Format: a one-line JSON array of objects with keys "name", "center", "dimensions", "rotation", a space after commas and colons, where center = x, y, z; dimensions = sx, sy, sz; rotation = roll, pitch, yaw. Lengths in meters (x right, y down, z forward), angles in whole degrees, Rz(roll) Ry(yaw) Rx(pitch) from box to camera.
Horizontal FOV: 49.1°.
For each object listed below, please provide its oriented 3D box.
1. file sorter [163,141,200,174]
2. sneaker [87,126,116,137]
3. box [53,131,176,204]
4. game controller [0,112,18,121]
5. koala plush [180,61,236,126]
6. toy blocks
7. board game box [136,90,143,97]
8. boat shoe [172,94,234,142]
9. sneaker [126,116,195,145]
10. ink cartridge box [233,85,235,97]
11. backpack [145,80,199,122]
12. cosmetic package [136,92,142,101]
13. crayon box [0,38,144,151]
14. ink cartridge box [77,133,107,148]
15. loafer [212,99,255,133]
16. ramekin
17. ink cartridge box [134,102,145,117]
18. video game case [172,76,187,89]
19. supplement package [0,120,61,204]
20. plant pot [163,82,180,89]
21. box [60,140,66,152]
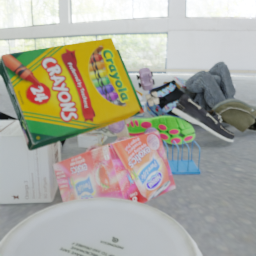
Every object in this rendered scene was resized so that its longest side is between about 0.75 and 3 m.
[{"name": "file sorter", "center": [1.307, 0.786, 7.784], "dimensions": [1.223, 0.750, 0.849], "rotation": [-1, 14, -1]}, {"name": "sneaker", "center": [-0.805, -0.114, 9.480], "dimensions": [1.501, 0.658, 0.568], "rotation": [1, 47, 0]}, {"name": "box", "center": [-0.381, 0.883, 5.228], "dimensions": [1.142, 1.054, 2.226], "rotation": [-13, -6, -39]}, {"name": "game controller", "center": [-4.172, 0.019, 8.399], "dimensions": [2.267, 1.183, 0.477], "rotation": [22, -5, 4]}, {"name": "koala plush", "center": [3.242, -1.198, 13.203], "dimensions": [2.646, 2.742, 2.984], "rotation": [-29, 9, -42]}, {"name": "toy blocks", "center": [-0.221, -0.332, 7.825], "dimensions": [2.516, 2.351, 2.118], "rotation": [-14, 6, 1]}, {"name": "board game box", "center": [-0.254, -1.068, 12.336], "dimensions": [1.204, 0.378, 2.521], "rotation": [31, -26, 1]}, {"name": "boat shoe", "center": [2.746, -0.311, 9.708], "dimensions": [2.560, 0.772, 0.946], "rotation": [27, 8, -12]}, {"name": "sneaker", "center": [1.169, -0.012, 10.212], "dimensions": [2.650, 1.017, 1.110], "rotation": [7, 13, 29]}, {"name": "ink cartridge box", "center": [4.500, -1.646, 15.438], "dimensions": [1.551, 1.544, 2.114], "rotation": [-11, 17, -40]}, {"name": "backpack", "center": [1.640, -0.851, 11.728], "dimensions": [1.930, 1.423, 2.115], "rotation": [47, 41, 18]}, {"name": "cosmetic package", "center": [-0.569, -0.853, 10.991], "dimensions": [1.314, 1.315, 1.594], "rotation": [-49, 2, -42]}, {"name": "crayon box", "center": [-0.917, -0.795, 5.617], "dimensions": [2.676, 1.699, 0.680], "rotation": [-20, -6, -29]}, {"name": "ink cartridge box", "center": [-1.265, 0.331, 9.999], "dimensions": [0.779, 0.448, 1.074], "rotation": [2, 18, 12]}, {"name": "loafer", "center": [4.405, -0.395, 10.792], "dimensions": [2.675, 1.006, 0.932], "rotation": [6, 52, -20]}, {"name": "ramekin", "center": [-0.320, 1.759, 2.986], "dimensions": [2.591, 1.207, 2.591], "rotation": [2, 14, -1]}, {"name": "ink cartridge box", "center": [0.385, -1.025, 15.022], "dimensions": [1.004, 0.588, 1.389], "rotation": [2, 16, 8]}, {"name": "video game case", "center": [2.708, -1.979, 12.752], "dimensions": [1.283, 0.112, 0.917], "rotation": [8, 33, -31]}, {"name": "supplement package", "center": [-2.989, 0.718, 6.405], "dimensions": [2.657, 1.553, 1.558], "rotation": [-1, 15, -5]}, {"name": "plant pot", "center": [2.607, -1.977, 15.186], "dimensions": [1.284, 1.196, 1.196], "rotation": [-6, 14, 3]}, {"name": "box", "center": [-2.745, 0.282, 9.109], "dimensions": [1.167, 0.867, 0.725], "rotation": [2, 41, 8]}]
